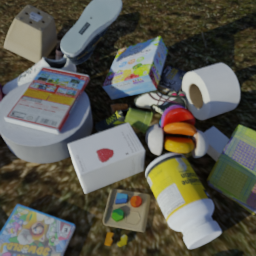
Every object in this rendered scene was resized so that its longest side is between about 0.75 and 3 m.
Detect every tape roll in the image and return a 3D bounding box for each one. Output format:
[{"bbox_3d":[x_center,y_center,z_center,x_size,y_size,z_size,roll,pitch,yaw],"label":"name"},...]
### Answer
[{"bbox_3d":[2.763,-1.222,9.504,1.168,1.700,1.700,-18,54,-14],"label":"tape roll"},{"bbox_3d":[-2.690,-0.328,9.256,2.959,0.978,2.959,0,51,-1],"label":"tape roll"}]

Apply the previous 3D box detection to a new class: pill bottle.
[{"bbox_3d":[1.429,1.862,7.337,1.266,1.266,2.261,-17,54,-13],"label":"pill bottle"}]

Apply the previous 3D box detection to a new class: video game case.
[{"bbox_3d":[-2.523,-0.980,9.005,1.783,0.218,2.494,13,53,10],"label":"video game case"},{"bbox_3d":[-2.590,3.258,6.855,1.736,0.216,2.426,16,54,9],"label":"video game case"}]

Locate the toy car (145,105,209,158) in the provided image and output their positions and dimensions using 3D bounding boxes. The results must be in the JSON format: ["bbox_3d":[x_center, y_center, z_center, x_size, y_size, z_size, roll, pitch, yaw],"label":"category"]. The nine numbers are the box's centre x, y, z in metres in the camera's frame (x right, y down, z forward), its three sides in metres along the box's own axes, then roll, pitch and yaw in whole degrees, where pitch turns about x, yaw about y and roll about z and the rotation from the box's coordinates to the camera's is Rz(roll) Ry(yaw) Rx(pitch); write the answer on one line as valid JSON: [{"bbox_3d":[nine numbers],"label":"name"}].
[{"bbox_3d":[1.427,0.051,8.345,1.680,1.440,1.920,4,8,-1],"label":"toy car"}]

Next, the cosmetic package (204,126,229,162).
[{"bbox_3d":[2.861,0.602,8.838,0.686,0.493,1.216,-29,56,-21],"label":"cosmetic package"}]

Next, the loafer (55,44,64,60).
[{"bbox_3d":[-2.202,-3.601,11.876,1.037,0.908,2.884,15,53,12],"label":"loafer"}]

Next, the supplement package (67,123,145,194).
[{"bbox_3d":[-0.617,0.878,8.197,1.911,1.144,1.159,-20,54,-15],"label":"supplement package"}]

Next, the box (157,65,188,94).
[{"bbox_3d":[1.705,-1.845,10.881,0.969,0.296,1.224,24,56,18],"label":"box"}]

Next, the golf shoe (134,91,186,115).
[{"bbox_3d":[1.135,-0.834,9.857,1.861,0.718,0.820,-3,62,0],"label":"golf shoe"}]

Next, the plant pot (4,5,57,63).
[{"bbox_3d":[-3.890,-3.920,11.460,1.661,1.472,1.663,25,53,-8],"label":"plant pot"}]

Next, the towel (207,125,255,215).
[{"bbox_3d":[3.443,1.131,8.147,1.633,0.259,2.274,30,70,12],"label":"towel"}]

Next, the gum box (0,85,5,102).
[{"bbox_3d":[-5.134,-0.432,9.403,1.476,0.860,2.600,-8,52,-6],"label":"gum box"}]

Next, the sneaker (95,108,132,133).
[{"bbox_3d":[-0.419,-0.307,9.451,1.510,0.639,0.562,-19,53,-16],"label":"sneaker"}]

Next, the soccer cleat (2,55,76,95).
[{"bbox_3d":[-3.313,-1.982,10.416,2.820,1.201,0.968,-20,54,-16],"label":"soccer cleat"}]

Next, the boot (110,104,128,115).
[{"bbox_3d":[-0.309,-0.675,9.831,0.613,0.303,0.789,-4,14,-3],"label":"boot"}]

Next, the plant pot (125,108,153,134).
[{"bbox_3d":[0.297,-0.279,8.809,0.715,0.752,0.752,21,53,-6],"label":"plant pot"}]

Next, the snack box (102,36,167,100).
[{"bbox_3d":[0.293,-2.226,10.395,1.925,0.772,2.282,-9,44,31],"label":"snack box"}]

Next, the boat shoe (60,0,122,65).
[{"bbox_3d":[-1.208,-3.266,9.382,0.908,1.165,2.567,43,85,4],"label":"boat shoe"}]

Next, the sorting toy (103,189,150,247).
[{"bbox_3d":[-0.070,2.416,7.574,1.166,0.210,1.566,9,52,7],"label":"sorting toy"}]
